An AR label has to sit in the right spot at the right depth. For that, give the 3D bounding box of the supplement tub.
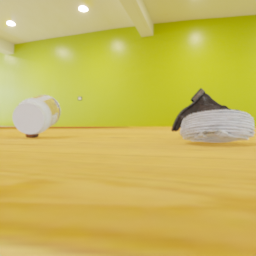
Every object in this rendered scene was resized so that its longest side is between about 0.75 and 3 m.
[{"bbox_3d":[-3.234,-0.482,10.007,1.262,1.262,1.735,0,12,3],"label":"supplement tub"}]

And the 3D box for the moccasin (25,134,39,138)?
[{"bbox_3d":[-3.601,0.216,10.521,0.284,0.300,0.777,-1,1,-40],"label":"moccasin"}]

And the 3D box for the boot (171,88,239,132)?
[{"bbox_3d":[2.684,-0.226,9.802,1.748,2.007,0.695,40,14,7],"label":"boot"}]

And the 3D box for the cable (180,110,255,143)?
[{"bbox_3d":[2.201,0.013,7.064,1.798,0.623,1.798,4,-9,-25],"label":"cable"}]
